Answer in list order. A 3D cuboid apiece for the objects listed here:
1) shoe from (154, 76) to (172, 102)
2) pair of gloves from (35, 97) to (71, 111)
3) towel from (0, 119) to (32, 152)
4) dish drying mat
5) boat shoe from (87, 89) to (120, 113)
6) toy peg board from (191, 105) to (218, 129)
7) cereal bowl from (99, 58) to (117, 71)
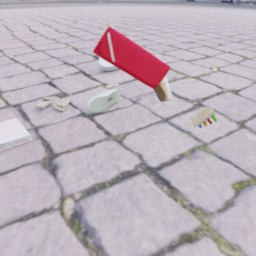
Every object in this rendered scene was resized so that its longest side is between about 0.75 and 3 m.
[{"bbox_3d":[1.085,-1.669,10.030,0.465,0.609,1.743,-8,67,-32],"label":"shoe"},{"bbox_3d":[-3.628,-1.155,13.601,1.476,0.259,1.255,3,27,2],"label":"pair of gloves"},{"bbox_3d":[-5.068,0.310,11.089,1.945,0.314,1.858,-22,37,-33],"label":"towel"},{"bbox_3d":[0.155,-1.889,7.868,2.228,0.856,0.203,26,21,-29],"label":"dish drying mat"},{"bbox_3d":[-1.292,-1.305,13.513,0.773,0.757,2.169,5,27,40],"label":"boat shoe"},{"bbox_3d":[2.510,-0.271,9.129,0.778,0.382,0.781,-40,12,18],"label":"toy peg board"},{"bbox_3d":[-1.202,-4.110,18.083,1.363,0.568,1.363,-1,47,1],"label":"cereal bowl"}]
